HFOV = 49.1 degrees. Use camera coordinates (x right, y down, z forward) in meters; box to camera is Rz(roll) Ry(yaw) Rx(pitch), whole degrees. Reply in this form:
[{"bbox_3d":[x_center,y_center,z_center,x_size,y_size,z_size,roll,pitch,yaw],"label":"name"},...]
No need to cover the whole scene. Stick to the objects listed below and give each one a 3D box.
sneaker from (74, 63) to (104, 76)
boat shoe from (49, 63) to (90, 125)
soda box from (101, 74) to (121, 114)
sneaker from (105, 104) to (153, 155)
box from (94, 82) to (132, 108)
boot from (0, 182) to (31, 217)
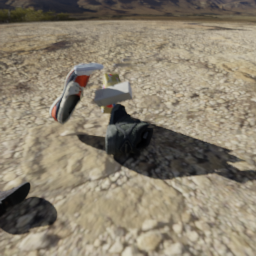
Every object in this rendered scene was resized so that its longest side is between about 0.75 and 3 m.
[{"bbox_3d":[-1.494,-2.222,10.740,1.126,0.399,0.411,-8,40,-17],"label":"sneaker"},{"bbox_3d":[-2.160,-1.325,11.025,0.800,2.558,0.910,34,1,43],"label":"boat shoe"},{"bbox_3d":[-0.770,-1.440,12.022,0.622,1.836,0.588,-3,50,-15],"label":"soda box"},{"bbox_3d":[0.053,0.021,10.430,1.638,1.093,2.859,3,29,-1],"label":"sneaker"},{"bbox_3d":[-0.591,-1.314,11.143,1.462,0.500,0.601,-11,55,14],"label":"box"},{"bbox_3d":[-3.572,1.763,7.602,1.271,0.505,1.460,17,34,28],"label":"boot"}]
